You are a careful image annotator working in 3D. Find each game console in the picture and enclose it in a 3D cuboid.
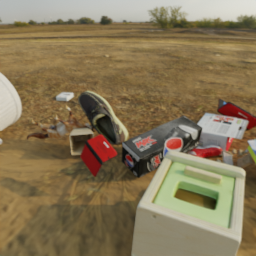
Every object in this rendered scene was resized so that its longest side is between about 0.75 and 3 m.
[{"bbox_3d":[4.636,-0.727,11.654,1.609,1.386,0.955,30,70,-1],"label":"game console"},{"bbox_3d":[-0.821,0.748,7.669,0.763,0.526,0.886,-27,53,-22],"label":"game console"}]

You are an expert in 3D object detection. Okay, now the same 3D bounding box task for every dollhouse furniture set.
[{"bbox_3d":[3.300,0.850,8.763,1.025,0.501,0.874,24,50,-15],"label":"dollhouse furniture set"}]

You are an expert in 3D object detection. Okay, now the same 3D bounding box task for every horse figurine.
[{"bbox_3d":[-2.482,-0.033,9.999,2.224,1.474,0.555,-21,57,15],"label":"horse figurine"}]

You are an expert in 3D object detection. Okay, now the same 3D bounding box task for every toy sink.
[{"bbox_3d":[1.460,1.634,6.194,1.832,1.574,2.810,15,28,19],"label":"toy sink"}]

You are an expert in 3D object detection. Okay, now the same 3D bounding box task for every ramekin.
[{"bbox_3d":[-5.724,-0.929,10.544,2.968,2.968,1.382,7,40,16],"label":"ramekin"}]

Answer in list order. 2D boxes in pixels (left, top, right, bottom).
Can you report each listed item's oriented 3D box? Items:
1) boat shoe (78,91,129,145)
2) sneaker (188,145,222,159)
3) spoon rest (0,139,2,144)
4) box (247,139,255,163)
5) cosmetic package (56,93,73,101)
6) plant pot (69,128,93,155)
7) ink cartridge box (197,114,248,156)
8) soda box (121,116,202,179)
[{"bbox_3d":[-0.946,-0.378,9.761,2.421,0.886,0.785,45,17,12],"label":"boat shoe"},{"bbox_3d":[2.592,0.941,9.487,1.141,0.447,0.659,-5,30,20],"label":"sneaker"},{"bbox_3d":[-5.019,0.523,10.521,0.831,0.252,0.413,6,42,35],"label":"spoon rest"},{"bbox_3d":[4.784,0.955,8.255,2.503,0.597,1.526,-7,55,-15],"label":"box"},{"bbox_3d":[-3.506,-1.728,15.530,0.643,0.220,0.853,3,24,13],"label":"cosmetic package"},{"bbox_3d":[-1.599,0.404,9.670,0.782,0.783,0.693,-5,28,-9],"label":"plant pot"},{"bbox_3d":[3.426,0.238,10.413,1.672,0.799,1.905,11,27,27],"label":"ink cartridge box"},{"bbox_3d":[1.125,0.543,9.053,2.695,0.853,0.954,-23,43,-30],"label":"soda box"}]
